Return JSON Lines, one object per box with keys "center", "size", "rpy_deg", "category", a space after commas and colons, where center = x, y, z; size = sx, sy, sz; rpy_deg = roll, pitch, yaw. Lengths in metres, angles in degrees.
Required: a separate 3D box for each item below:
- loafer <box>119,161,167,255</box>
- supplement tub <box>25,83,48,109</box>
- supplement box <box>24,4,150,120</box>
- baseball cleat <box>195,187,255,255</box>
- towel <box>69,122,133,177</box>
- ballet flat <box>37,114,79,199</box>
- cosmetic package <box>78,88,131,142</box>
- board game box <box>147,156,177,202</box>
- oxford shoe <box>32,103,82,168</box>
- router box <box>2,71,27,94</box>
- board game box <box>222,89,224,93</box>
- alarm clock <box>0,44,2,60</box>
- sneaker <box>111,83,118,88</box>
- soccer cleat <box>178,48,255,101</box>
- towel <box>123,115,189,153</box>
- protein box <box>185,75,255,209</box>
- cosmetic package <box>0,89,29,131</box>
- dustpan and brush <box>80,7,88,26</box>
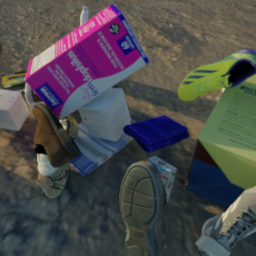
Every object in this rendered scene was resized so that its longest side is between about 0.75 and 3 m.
{"center": [0.357, 1.669, 5.383], "size": [0.844, 2.350, 0.739], "rpy_deg": [11, 19, 33], "category": "loafer"}
{"center": [-2.266, -1.142, 8.767], "size": [1.628, 0.998, 0.998], "rpy_deg": [-7, 45, 9], "category": "supplement tub"}
{"center": [-1.061, -1.681, 7.154], "size": [2.742, 1.387, 1.417], "rpy_deg": [-32, 33, 8], "category": "supplement box"}
{"center": [2.045, 1.914, 5.212], "size": [0.764, 2.191, 1.166], "rpy_deg": [38, 45, 11], "category": "baseball cleat"}
{"center": [-0.942, 0.293, 8.078], "size": [1.622, 0.263, 2.208], "rpy_deg": [33, 55, 29], "category": "towel"}
{"center": [-1.888, 0.561, 7.245], "size": [0.818, 0.908, 2.410], "rpy_deg": [-4, 50, 15], "category": "ballet flat"}
{"center": [-0.637, -0.406, 7.768], "size": [0.964, 1.152, 0.958], "rpy_deg": [10, 47, 29], "category": "cosmetic package"}
{"center": [0.705, 1.219, 6.558], "size": [0.294, 0.915, 0.675], "rpy_deg": [-12, 30, -44], "category": "board game box"}
{"center": [-1.938, 0.119, 6.564], "size": [0.879, 0.757, 2.083], "rpy_deg": [-37, 48, -6], "category": "oxford shoe"}
{"center": [-3.741, -1.594, 9.843], "size": [1.237, 0.323, 0.973], "rpy_deg": [-14, 47, -12], "category": "router box"}
{"center": [4.433, -0.829, 9.035], "size": [2.449, 0.419, 1.646], "rpy_deg": [2, 46, 2], "category": "board game box"}
{"center": [-5.135, -3.033, 9.982], "size": [1.030, 0.508, 1.526], "rpy_deg": [-15, 75, -11], "category": "alarm clock"}
{"center": [-0.730, -2.284, 9.769], "size": [0.748, 0.683, 1.848], "rpy_deg": [-23, 88, -36], "category": "sneaker"}
{"center": [2.090, -1.164, 6.714], "size": [2.098, 0.678, 0.878], "rpy_deg": [-27, 32, 30], "category": "soccer cleat"}
{"center": [0.756, 0.069, 7.279], "size": [1.502, 0.372, 1.109], "rpy_deg": [-16, 42, -36], "category": "towel"}
{"center": [3.321, 0.482, 6.705], "size": [2.854, 1.940, 2.875], "rpy_deg": [23, 50, 20], "category": "protein box"}
{"center": [-3.582, -0.534, 8.354], "size": [0.773, 0.929, 0.778], "rpy_deg": [9, 52, 8], "category": "cosmetic package"}
{"center": [-1.795, -3.192, 10.350], "size": [1.781, 2.551, 0.730], "rpy_deg": [11, 14, 13], "category": "dustpan and brush"}
